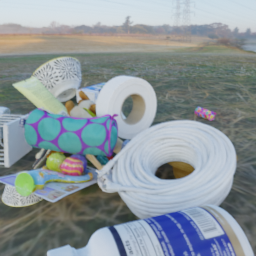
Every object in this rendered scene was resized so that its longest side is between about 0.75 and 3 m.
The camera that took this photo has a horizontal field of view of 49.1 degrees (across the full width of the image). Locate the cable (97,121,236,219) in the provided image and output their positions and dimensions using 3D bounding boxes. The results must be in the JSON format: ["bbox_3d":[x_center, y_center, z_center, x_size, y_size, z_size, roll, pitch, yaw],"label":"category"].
[{"bbox_3d":[0.895,0.820,5.652,2.387,0.826,2.387,13,46,37],"label":"cable"}]

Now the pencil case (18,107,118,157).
[{"bbox_3d":[-1.321,0.075,6.515,2.169,1.002,0.923,6,3,12],"label":"pencil case"}]

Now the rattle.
[{"bbox_3d":[-0.808,0.789,7.785,2.725,1.774,1.946,41,72,6],"label":"rattle"}]

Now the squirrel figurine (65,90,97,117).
[{"bbox_3d":[-1.616,-0.092,9.210,1.607,1.722,1.218,-40,56,-11],"label":"squirrel figurine"}]

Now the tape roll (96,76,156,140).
[{"bbox_3d":[-0.025,-0.570,7.922,1.744,1.744,0.610,-15,22,-35],"label":"tape roll"}]

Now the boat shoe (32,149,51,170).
[{"bbox_3d":[-2.383,0.768,7.677,0.253,0.808,0.288,32,-22,-1],"label":"boat shoe"}]

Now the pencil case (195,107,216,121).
[{"bbox_3d":[3.298,-0.606,12.026,0.420,0.420,0.951,-11,23,-28],"label":"pencil case"}]

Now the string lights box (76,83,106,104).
[{"bbox_3d":[-1.529,-1.837,14.995,1.211,0.695,2.357,12,23,30],"label":"string lights box"}]

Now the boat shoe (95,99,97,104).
[{"bbox_3d":[-1.010,-1.310,13.502,0.808,0.718,2.196,4,20,12],"label":"boat shoe"}]

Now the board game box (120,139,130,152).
[{"bbox_3d":[0.146,0.834,7.092,0.990,0.990,0.305,9,23,25],"label":"board game box"}]

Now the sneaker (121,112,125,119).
[{"bbox_3d":[-0.447,-0.561,11.726,0.517,0.501,1.416,-9,21,-23],"label":"sneaker"}]

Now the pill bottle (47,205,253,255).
[{"bbox_3d":[0.250,1.879,3.585,2.384,1.380,1.380,-7,21,-17],"label":"pill bottle"}]

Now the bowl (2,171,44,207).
[{"bbox_3d":[-2.400,1.321,6.488,1.039,0.487,1.039,0,18,0],"label":"bowl"}]

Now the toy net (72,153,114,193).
[{"bbox_3d":[-0.656,1.047,7.164,1.281,0.472,2.443,33,8,-35],"label":"toy net"}]

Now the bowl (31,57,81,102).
[{"bbox_3d":[-3.440,-2.204,14.423,2.822,1.324,2.822,-30,-13,-8],"label":"bowl"}]

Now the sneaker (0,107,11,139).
[{"bbox_3d":[-4.767,-0.001,9.235,1.049,1.082,2.963,7,20,-4],"label":"sneaker"}]

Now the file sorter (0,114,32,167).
[{"bbox_3d":[-3.560,0.280,8.029,1.032,1.150,1.657,3,12,1],"label":"file sorter"}]

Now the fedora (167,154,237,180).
[{"bbox_3d":[1.690,0.894,7.118,2.108,0.860,2.108,0,17,0],"label":"fedora"}]

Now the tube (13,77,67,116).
[{"bbox_3d":[-2.934,-0.880,10.306,2.681,0.696,0.778,43,1,8],"label":"tube"}]

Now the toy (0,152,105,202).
[{"bbox_3d":[-1.494,0.933,6.441,1.470,0.603,2.553,13,10,21],"label":"toy"}]
